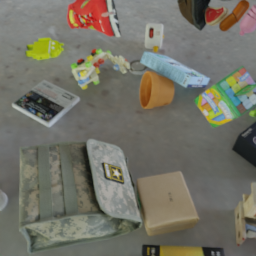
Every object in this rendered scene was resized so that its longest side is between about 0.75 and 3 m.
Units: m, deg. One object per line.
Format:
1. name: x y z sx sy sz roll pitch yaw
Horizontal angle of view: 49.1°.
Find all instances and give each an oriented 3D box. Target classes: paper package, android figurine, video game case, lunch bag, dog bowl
1. paper package: 0.936 1.924 7.162 1.286 0.698 1.349 -8 50 -7
2. android figurine: -3.584 -3.410 12.091 1.596 0.328 1.453 -5 49 -2
3. video game case: -2.915 -0.911 9.980 1.765 0.206 1.604 27 54 20
4. lunch bag: -1.147 1.525 6.933 2.780 1.634 2.280 -6 47 -14
5. dog bowl: 0.402 -2.431 11.287 0.780 0.229 0.780 0 48 0

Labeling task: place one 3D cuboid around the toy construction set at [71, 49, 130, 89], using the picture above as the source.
1. toy construction set: -1.132 -2.346 10.640 2.367 1.090 1.552 -27 30 -31

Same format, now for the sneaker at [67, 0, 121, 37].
1. sneaker: -1.054 -3.065 7.835 1.251 1.135 2.947 -20 30 -11

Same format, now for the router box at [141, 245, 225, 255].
1. router box: 1.171 3.669 5.679 1.835 0.609 2.333 1 49 1

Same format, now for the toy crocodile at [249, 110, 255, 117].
1. toy crocodile: 4.822 -0.567 9.550 1.406 0.434 0.475 -13 16 -12

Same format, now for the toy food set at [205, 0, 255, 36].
1. toy food set: 3.052 -3.408 7.729 0.426 1.720 2.706 1 10 -35

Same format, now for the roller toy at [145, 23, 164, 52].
1. roller toy: 1.145 -3.942 12.068 0.793 1.035 1.135 5 49 4

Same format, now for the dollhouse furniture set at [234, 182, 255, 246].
1. dollhouse furniture set: 3.186 2.126 6.513 0.987 1.401 0.982 9 49 8

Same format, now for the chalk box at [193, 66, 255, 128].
1. chalk box: 1.989 -0.610 5.418 0.768 1.230 0.762 -33 85 -18

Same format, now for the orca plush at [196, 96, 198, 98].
1. orca plush: 2.967 -0.865 9.752 0.697 0.471 1.325 -31 56 -24

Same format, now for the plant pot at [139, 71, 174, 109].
1. plant pot: 1.011 -1.273 9.669 0.894 1.277 1.277 3 47 -15

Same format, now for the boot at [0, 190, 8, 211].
1. boot: -4.256 1.594 7.231 2.135 1.020 0.785 5 49 4

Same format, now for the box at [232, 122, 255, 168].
1. box: 4.397 0.372 8.488 1.987 0.784 1.402 -32 53 -25

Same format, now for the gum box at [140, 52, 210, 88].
1. gum box: 1.743 -2.113 10.294 2.057 0.458 1.747 36 25 27

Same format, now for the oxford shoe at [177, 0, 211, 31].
1. oxford shoe: 1.953 -3.894 8.632 1.098 2.600 0.945 37 92 13
